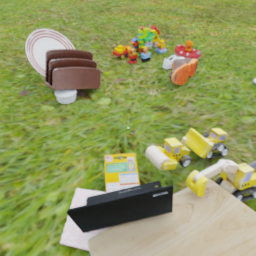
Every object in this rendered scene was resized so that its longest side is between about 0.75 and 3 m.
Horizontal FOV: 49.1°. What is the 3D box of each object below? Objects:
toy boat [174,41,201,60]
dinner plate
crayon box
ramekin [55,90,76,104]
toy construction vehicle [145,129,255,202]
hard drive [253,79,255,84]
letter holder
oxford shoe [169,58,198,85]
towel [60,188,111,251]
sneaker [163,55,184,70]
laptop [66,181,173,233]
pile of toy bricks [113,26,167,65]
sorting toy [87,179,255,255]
[{"bbox_3d":[2.778,-3.637,12.989,1.271,0.831,0.829,24,43,28],"label":"toy boat"},{"bbox_3d":[-2.912,-2.783,10.781,0.257,2.120,2.120,-20,14,49],"label":"dinner plate"},{"bbox_3d":[-0.147,1.253,6.749,0.801,0.329,1.274,-3,54,-4],"label":"crayon box"},{"bbox_3d":[-2.244,-1.165,10.135,0.770,0.359,0.770,0,37,0],"label":"ramekin"},{"bbox_3d":[1.933,0.659,6.646,2.620,0.923,2.281,-1,30,-30],"label":"toy construction vehicle"},{"bbox_3d":[5.615,-1.613,10.891,0.814,0.156,1.233,-13,39,-17],"label":"hard drive"},{"bbox_3d":[-1.968,-2.128,10.138,1.827,1.299,0.919,-6,25,-31],"label":"letter holder"},{"bbox_3d":[2.055,-2.311,11.279,0.834,0.816,2.288,22,31,23],"label":"oxford shoe"},{"bbox_3d":[-0.700,1.960,5.933,1.197,0.202,1.254,7,55,9],"label":"towel"},{"bbox_3d":[2.083,-2.994,12.382,1.236,0.547,0.465,-24,43,-28],"label":"sneaker"},{"bbox_3d":[-0.111,1.198,5.050,1.632,0.951,1.841,-12,17,-1],"label":"laptop"},{"bbox_3d":[0.722,-4.083,13.130,2.767,1.366,1.535,-24,43,-28],"label":"pile of toy bricks"},{"bbox_3d":[1.243,2.478,4.589,2.856,0.994,2.838,-20,33,-25],"label":"sorting toy"}]
